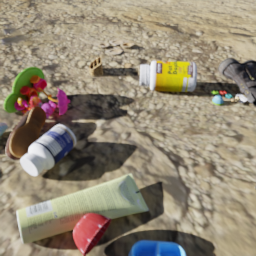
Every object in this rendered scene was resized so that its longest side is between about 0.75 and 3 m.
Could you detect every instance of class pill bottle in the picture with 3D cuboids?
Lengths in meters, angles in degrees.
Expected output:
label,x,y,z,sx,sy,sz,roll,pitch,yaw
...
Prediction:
label,x,y,z,sx,sy,sz,roll,pitch,yaw
pill bottle,-2.174,0.621,7.655,0.816,0.816,1.469,20,43,24
pill bottle,1.510,-1.972,10.737,2.081,1.137,1.137,2,38,3

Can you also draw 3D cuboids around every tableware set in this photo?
label,x,y,z,sx,sy,sz,roll,pitch,yaw
tableware set,-0.660,-4.220,14.414,1.538,0.214,1.841,30,47,33

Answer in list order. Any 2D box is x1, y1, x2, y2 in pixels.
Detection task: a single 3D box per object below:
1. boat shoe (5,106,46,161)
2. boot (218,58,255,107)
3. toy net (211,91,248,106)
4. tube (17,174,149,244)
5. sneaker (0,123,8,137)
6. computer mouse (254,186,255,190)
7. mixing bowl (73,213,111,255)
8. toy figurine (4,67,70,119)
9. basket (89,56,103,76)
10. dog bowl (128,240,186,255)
label,x,y,z,sx,sy,sz,roll,pitch,yaw
boat shoe,-3.076,0.223,8.336,0.760,0.761,2.163,-30,26,25
boot,4.749,-1.555,10.495,2.651,0.918,2.308,-3,49,-33
toy net,3.782,-1.082,10.333,1.373,0.265,0.720,4,35,1
tube,-0.983,1.820,6.299,2.786,0.808,0.723,-13,1,-21
sneaker,-4.030,0.314,8.455,0.511,0.461,1.247,37,44,4
computer mouse,3.665,1.648,6.788,0.610,0.244,1.113,-18,41,-24
mixing bowl,-0.781,2.041,5.578,0.470,0.867,0.867,32,46,16
toy figurine,-2.920,-0.919,9.506,1.758,1.434,1.911,29,67,19
basket,-1.398,-2.676,12.086,0.591,0.617,0.828,-3,39,-4
dog bowl,0.587,2.575,5.549,1.199,0.297,0.669,3,37,3
